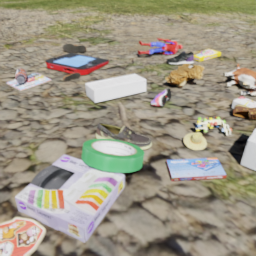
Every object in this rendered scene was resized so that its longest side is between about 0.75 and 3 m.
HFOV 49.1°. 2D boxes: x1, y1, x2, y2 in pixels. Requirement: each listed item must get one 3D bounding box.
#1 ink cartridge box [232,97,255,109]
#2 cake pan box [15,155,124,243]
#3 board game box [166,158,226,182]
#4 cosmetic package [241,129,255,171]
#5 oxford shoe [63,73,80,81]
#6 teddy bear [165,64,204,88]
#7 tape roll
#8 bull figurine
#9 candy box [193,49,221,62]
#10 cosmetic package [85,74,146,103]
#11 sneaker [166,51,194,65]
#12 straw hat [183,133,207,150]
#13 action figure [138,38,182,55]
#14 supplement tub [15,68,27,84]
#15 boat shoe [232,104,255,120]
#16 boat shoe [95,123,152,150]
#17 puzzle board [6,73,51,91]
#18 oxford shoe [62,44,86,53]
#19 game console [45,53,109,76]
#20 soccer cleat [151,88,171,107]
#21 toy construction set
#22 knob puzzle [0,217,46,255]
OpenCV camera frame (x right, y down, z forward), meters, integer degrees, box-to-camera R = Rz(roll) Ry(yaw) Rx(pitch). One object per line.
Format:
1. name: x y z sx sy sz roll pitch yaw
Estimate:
1. ink cartridge box: 4.540 -0.839 10.770 0.609 0.350 0.839 -23 38 -32
2. cake pan box: -1.358 1.555 6.802 2.026 0.530 1.866 16 33 23
3. board game box: 1.863 1.149 7.790 1.490 0.145 0.767 -2 33 -3
4. cosmetic package: 4.493 0.814 7.582 2.362 0.958 1.333 23 39 34
5. oxford shoe: -2.720 -2.491 13.474 0.870 0.310 0.310 -21 33 -27
6. teddy bear: 2.655 -2.423 12.937 1.633 0.752 2.252 5 27 18
7. tape roll: -0.416 0.728 7.686 1.689 0.406 1.689 9 13 -2
8. bull figurine: 5.169 -2.145 12.468 1.491 0.800 2.456 -19 34 -21
9. candy box: 4.443 -4.243 16.319 1.848 0.244 0.944 -21 40 -30
10. cosmetic package: -0.503 -1.692 11.861 2.402 0.608 0.991 -15 29 -23
11. sneaker: 2.842 -3.878 15.320 1.543 0.676 0.584 -7 33 -10
12. straw hat: 2.145 0.326 8.773 0.777 0.329 0.777 5 45 -5
13. action figure: 1.935 -4.719 16.387 2.774 0.907 0.717 -4 31 -18
14. supplement tub: -4.902 -2.358 12.824 0.492 0.492 0.920 -9 34 -14
15. boat shoe: 4.487 -0.480 10.109 1.406 0.506 0.475 14 40 30
16. boat shoe: -0.159 0.245 8.790 1.845 0.598 0.675 9 30 11
17. puzzle board: -4.646 -2.194 13.141 1.244 0.144 1.650 25 40 34
18. oxford shoe: -3.266 -4.824 17.132 1.480 0.528 0.527 7 10 3
19. game console: -2.742 -3.502 14.976 2.718 0.422 2.404 17 36 24
20. soccer cleat: 1.374 -1.251 11.370 0.518 0.483 1.416 -3 25 28
21. toy construction set: 2.835 -0.100 9.393 1.223 0.563 0.802 10 9 2
22. knob puzzle: -2.351 2.306 5.909 1.294 0.179 1.294 0 32 0
